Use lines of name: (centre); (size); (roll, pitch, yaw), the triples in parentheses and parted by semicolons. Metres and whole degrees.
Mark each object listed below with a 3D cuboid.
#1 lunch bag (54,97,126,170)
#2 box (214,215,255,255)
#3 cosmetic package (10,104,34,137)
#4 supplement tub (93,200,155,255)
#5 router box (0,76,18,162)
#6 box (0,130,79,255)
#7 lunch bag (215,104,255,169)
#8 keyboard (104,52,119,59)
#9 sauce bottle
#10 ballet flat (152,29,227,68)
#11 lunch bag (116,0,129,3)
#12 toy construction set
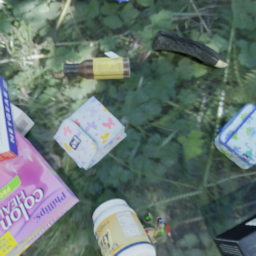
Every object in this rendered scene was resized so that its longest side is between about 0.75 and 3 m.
lunch bag: (-1.236, 0.216, 9.044); (1.854, 1.179, 1.572); (-42, 73, -9)
box: (4.482, 3.709, 7.445); (2.950, 1.828, 2.900); (-23, 75, -10)
cosmetic package: (-4.464, -0.630, 9.308); (2.368, 1.201, 0.844); (32, 75, 11)
supplement tub: (-0.181, 2.962, 7.573); (1.278, 1.278, 1.770); (-26, 42, -9)
router box: (-4.601, -0.088, 8.076); (2.336, 0.636, 2.602); (-16, 69, -4)
box: (-3.342, 1.938, 8.349); (2.408, 1.323, 2.737); (-41, 76, -13)
lunch bag: (3.921, 0.258, 9.242); (1.913, 0.789, 1.538); (-43, 73, -14)
keyboard: (-0.595, -2.634, 10.150); (0.286, 0.054, 1.017); (-10, 27, -17)
sauce bottle: (-1.125, -2.127, 10.053); (2.364, 0.765, 0.765); (-1, 71, -2)
ballet flat: (2.287, -2.839, 10.443); (2.859, 0.812, 0.950); (24, 28, 7)
lunch bag: (-0.507, -5.544, 11.256); (0.893, 0.558, 1.187); (-10, 80, -38)
toy construction set: (0.856, 3.091, 8.319); (0.860, 0.661, 0.718); (2, 26, 39)
